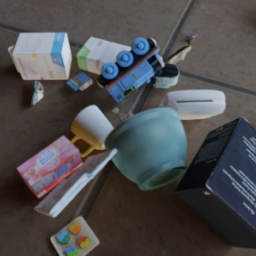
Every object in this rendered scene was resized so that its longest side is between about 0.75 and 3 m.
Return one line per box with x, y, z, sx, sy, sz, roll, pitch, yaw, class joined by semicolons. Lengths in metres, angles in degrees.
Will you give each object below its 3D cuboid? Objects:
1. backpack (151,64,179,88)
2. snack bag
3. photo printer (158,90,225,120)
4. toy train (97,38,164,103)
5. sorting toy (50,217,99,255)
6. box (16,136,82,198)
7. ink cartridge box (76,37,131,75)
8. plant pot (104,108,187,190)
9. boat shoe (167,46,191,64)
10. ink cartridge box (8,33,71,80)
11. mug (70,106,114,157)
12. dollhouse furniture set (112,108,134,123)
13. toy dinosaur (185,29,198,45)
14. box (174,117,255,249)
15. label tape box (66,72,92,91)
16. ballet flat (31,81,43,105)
1.571;-2.270;12.099;1.205;0.907;1.070;-4;52;-1;backpack
-1.623;1.580;8.480;0.282;2.487;2.638;49;63;-8;snack bag
2.216;-0.797;10.083;2.072;2.490;0.865;-1;88;1;photo printer
0.146;-2.295;11.161;2.838;1.230;1.621;-38;95;1;toy train
-1.610;3.368;8.389;1.141;0.208;1.056;-32;60;-22;sorting toy
-2.595;1.292;9.447;1.896;0.973;0.898;-38;62;-24;box
-0.847;-3.111;12.751;2.540;0.855;1.488;19;56;13;ink cartridge box
0.774;0.859;8.873;2.636;2.636;1.766;-18;64;-13;plant pot
2.408;-3.356;13.027;1.261;0.410;0.455;-36;28;-1;boat shoe
-3.864;-3.165;12.381;2.348;1.509;1.471;0;54;0;ink cartridge box
-1.243;0.213;10.298;1.326;1.615;1.293;42;29;17;mug
0.117;-0.042;10.055;1.585;1.352;0.774;41;69;-16;dollhouse furniture set
3.301;-4.642;14.323;0.738;0.427;0.813;-11;94;-27;toy dinosaur
3.227;1.612;8.218;2.616;1.562;2.660;43;59;-7;box
-2.129;-1.965;12.264;0.924;0.306;0.662;-40;62;-21;label tape box
-3.832;-1.486;11.844;0.470;0.470;1.307;-7;55;-5;ballet flat
